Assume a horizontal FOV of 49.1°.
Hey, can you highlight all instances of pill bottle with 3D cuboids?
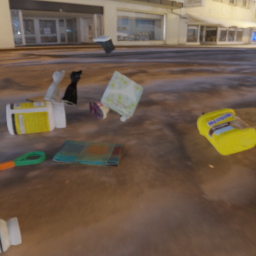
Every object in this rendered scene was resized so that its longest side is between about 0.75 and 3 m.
[{"bbox_3d":[-2.297,1.835,4.627,0.938,0.546,0.546,-11,23,-27],"label":"pill bottle"},{"bbox_3d":[-3.163,-0.368,9.749,1.857,1.061,1.061,-5,21,-15],"label":"pill bottle"}]

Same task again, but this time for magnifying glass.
[{"bbox_3d":[-2.967,0.916,7.631,1.441,0.161,0.574,-17,27,-36],"label":"magnifying glass"}]

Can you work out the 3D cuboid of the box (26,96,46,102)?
[{"bbox_3d":[-4.469,-1.439,13.972,0.772,0.100,0.944,14,24,32],"label":"box"}]

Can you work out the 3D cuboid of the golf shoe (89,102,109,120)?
[{"bbox_3d":[-1.103,-0.775,11.502,0.749,0.590,1.626,-7,22,-18],"label":"golf shoe"}]

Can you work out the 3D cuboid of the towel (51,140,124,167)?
[{"bbox_3d":[-1.113,0.706,8.122,1.853,0.201,1.359,2,21,5],"label":"towel"}]

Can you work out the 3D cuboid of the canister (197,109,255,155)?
[{"bbox_3d":[3.053,0.088,8.769,1.276,0.744,1.718,-16,23,1],"label":"canister"}]

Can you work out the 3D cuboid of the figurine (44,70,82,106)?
[{"bbox_3d":[-2.912,-1.891,12.676,1.660,1.620,0.715,7,-13,27],"label":"figurine"}]

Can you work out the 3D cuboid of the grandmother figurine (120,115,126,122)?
[{"bbox_3d":[-0.104,-0.457,11.022,0.474,0.237,0.781,-6,21,20],"label":"grandmother figurine"}]

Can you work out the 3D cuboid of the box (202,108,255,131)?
[{"bbox_3d":[4.454,-0.332,10.790,2.529,0.269,2.067,-6,21,-15],"label":"box"}]

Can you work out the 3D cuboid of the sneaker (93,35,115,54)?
[{"bbox_3d":[-0.913,-3.148,10.650,0.449,0.629,1.269,-32,30,-16],"label":"sneaker"}]

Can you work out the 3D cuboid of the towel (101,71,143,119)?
[{"bbox_3d":[-0.179,-1.062,9.047,1.106,1.292,0.311,31,-25,-18],"label":"towel"}]
